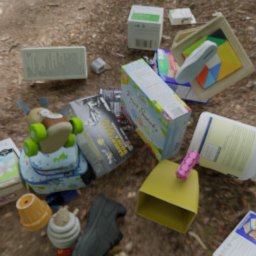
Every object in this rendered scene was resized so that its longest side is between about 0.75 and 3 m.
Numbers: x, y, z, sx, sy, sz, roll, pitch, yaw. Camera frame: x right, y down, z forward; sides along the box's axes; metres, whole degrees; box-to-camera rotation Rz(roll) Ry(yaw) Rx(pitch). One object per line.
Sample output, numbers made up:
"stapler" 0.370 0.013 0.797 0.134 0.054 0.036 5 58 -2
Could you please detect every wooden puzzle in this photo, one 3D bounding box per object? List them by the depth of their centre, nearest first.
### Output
"wooden puzzle" 3.340 -2.700 11.142 2.417 0.486 2.612 -32 97 13

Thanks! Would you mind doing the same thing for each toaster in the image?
"toaster" -1.469 -3.004 13.593 0.515 0.453 0.797 39 62 21

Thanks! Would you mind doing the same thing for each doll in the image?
"doll" -2.442 2.432 9.856 1.434 0.347 0.978 -24 47 -22

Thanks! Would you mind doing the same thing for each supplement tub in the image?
"supplement tub" 3.649 0.713 10.087 2.672 1.937 1.937 20 57 13

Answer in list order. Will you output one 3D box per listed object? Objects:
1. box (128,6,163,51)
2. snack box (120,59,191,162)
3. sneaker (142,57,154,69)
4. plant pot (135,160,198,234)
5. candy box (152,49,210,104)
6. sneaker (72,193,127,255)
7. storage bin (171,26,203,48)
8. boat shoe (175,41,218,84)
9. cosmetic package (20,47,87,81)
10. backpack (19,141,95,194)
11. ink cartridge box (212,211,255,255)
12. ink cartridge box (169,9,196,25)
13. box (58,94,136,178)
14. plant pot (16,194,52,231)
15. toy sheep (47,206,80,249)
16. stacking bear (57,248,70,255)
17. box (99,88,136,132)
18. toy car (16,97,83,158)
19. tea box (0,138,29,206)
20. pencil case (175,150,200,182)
"box" 0.897 -5.070 14.292 1.648 1.656 1.419 8 54 6
"snack box" 0.814 -0.608 10.022 0.976 2.432 2.884 -25 58 -20
"sneaker" 0.583 -2.367 11.826 0.590 1.551 1.120 25 85 -14
"plant pot" 1.396 2.139 9.246 1.786 1.786 1.575 20 52 12
"candy box" 2.410 -2.315 12.500 2.526 0.973 2.136 8 52 -11
"sneaker" -0.902 3.533 8.708 1.335 1.117 2.942 21 61 2
"storage bin" 3.263 -3.486 12.447 1.934 0.913 1.948 -22 60 -31
"boat shoe" 2.569 -2.507 10.792 1.948 0.716 0.650 -40 33 15
"cosmetic package" -3.283 -2.934 12.726 2.744 1.420 1.003 -2 17 -6
"backpack" -2.568 1.065 9.819 2.366 1.739 2.165 -15 54 2
"ink cartridge box" 4.044 3.768 8.230 2.186 0.520 2.212 -32 38 -29
"ink cartridge box" 3.105 -6.311 15.877 1.421 0.478 0.832 -6 55 -4
"box" -1.007 0.168 9.924 2.604 0.629 2.063 59 29 2
"plant pot" -2.914 2.482 8.462 0.914 0.837 0.914 -14 33 9
"toy sheep" -1.981 3.141 8.682 1.101 1.597 1.101 -1 29 0
"stacking bear" -2.072 4.154 8.549 0.608 0.569 1.001 -13 41 23
"box" -0.453 -0.793 11.998 1.655 0.522 2.098 -2 55 -1
"toy car" -2.424 -0.236 8.097 1.443 1.386 1.756 -13 61 -43
"tea box" -4.719 1.680 9.809 1.907 1.274 1.877 -20 58 -13
"pencil case" 1.870 1.181 8.685 0.457 0.443 0.977 47 67 -17
